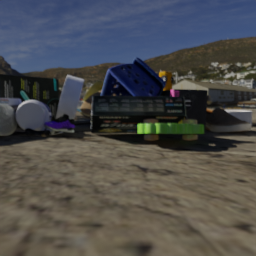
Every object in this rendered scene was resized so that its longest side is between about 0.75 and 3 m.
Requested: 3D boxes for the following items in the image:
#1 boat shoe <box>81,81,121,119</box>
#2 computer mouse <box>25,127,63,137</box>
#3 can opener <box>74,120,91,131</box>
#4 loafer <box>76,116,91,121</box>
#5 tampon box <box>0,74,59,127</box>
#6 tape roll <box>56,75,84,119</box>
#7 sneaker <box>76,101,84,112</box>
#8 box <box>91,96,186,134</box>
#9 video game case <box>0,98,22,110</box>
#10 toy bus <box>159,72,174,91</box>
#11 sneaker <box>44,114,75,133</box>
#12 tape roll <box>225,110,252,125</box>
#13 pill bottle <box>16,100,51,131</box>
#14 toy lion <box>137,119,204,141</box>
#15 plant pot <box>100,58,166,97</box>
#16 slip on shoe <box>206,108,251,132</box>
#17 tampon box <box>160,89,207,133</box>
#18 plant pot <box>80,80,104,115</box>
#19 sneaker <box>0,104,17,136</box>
[{"bbox_3d":[-0.885,-1.170,12.130,1.034,0.932,2.876,26,50,22],"label":"boat shoe"},{"bbox_3d":[-2.619,0.062,9.116,0.783,0.313,1.428,1,6,16],"label":"computer mouse"},{"bbox_3d":[-1.390,-0.184,10.425,1.569,0.418,0.524,-5,-29,-40],"label":"can opener"},{"bbox_3d":[-1.390,-0.270,11.600,1.498,0.523,0.524,-2,5,-16],"label":"loafer"},{"bbox_3d":[-4.791,-1.193,12.474,1.825,2.166,2.890,5,7,39],"label":"tampon box"},{"bbox_3d":[-2.434,-1.113,11.714,0.723,2.067,2.067,14,2,-12],"label":"tape roll"},{"bbox_3d":[-2.189,-1.150,14.942,1.879,0.704,0.814,30,-55,-30],"label":"sneaker"},{"bbox_3d":[0.187,-0.343,8.503,2.606,0.599,2.071,0,-15,-8],"label":"box"},{"bbox_3d":[-5.365,-0.400,9.208,2.725,0.312,2.480,-19,-3,22],"label":"video game case"},{"bbox_3d":[2.031,-1.895,16.751,1.102,2.815,0.916,4,7,38],"label":"toy bus"},{"bbox_3d":[-2.163,-0.184,8.919,0.402,0.576,1.158,17,4,36],"label":"sneaker"},{"bbox_3d":[4.698,-0.467,12.978,1.917,0.671,1.917,0,6,0],"label":"tape roll"},{"bbox_3d":[-3.224,-0.405,9.601,1.083,1.083,1.871,-1,3,-12],"label":"pill bottle"},{"bbox_3d":[1.085,0.034,7.004,1.732,0.595,1.660,0,-2,-5],"label":"toy lion"},{"bbox_3d":[0.239,-1.383,10.563,1.669,1.856,1.856,-39,-13,-31],"label":"plant pot"},{"bbox_3d":[3.408,-0.331,10.459,1.062,0.846,2.792,-1,5,-15],"label":"slip on shoe"},{"bbox_3d":[1.937,-0.652,10.375,1.249,1.483,1.978,0,5,-8],"label":"tampon box"},{"bbox_3d":[-1.475,-1.358,16.290,1.640,2.310,2.310,32,12,10],"label":"plant pot"},{"bbox_3d":[-4.443,-0.211,8.277,1.148,1.036,2.802,2,4,12],"label":"sneaker"}]
